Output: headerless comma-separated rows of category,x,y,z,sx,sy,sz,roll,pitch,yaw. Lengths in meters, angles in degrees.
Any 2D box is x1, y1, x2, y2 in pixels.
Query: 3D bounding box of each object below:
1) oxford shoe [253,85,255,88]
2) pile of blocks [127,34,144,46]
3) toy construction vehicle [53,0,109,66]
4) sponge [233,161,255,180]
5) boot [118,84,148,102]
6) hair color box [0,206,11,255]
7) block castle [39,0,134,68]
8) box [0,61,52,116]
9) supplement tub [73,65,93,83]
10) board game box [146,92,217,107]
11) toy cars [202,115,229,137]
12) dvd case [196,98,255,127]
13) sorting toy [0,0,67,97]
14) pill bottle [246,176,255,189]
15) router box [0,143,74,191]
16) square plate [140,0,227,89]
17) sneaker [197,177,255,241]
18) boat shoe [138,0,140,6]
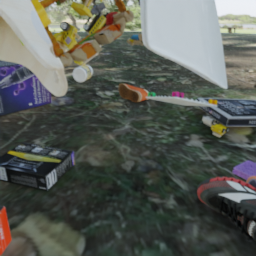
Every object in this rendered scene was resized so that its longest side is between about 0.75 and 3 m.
oxford shoe,6.081,-1.900,12.491,0.885,0.374,0.322,4,25,14
pile of blocks,0.470,-3.228,10.097,1.149,0.472,0.357,15,48,35
toy construction vehicle,-1.272,-3.230,8.990,0.869,2.468,2.149,38,8,9
sponge,2.809,1.025,5.891,0.570,0.153,1.023,-16,28,-32
boot,0.222,-1.416,11.244,0.772,0.540,1.440,-14,34,-39
hair color box,-2.533,1.839,3.263,1.168,0.705,2.301,4,24,7
block castle,-1.306,-2.828,7.267,2.651,1.772,1.244,-42,28,-21
box,-4.038,-1.525,9.978,1.169,1.658,2.241,21,32,39
supplement tub,-2.237,-2.729,13.957,0.734,0.734,1.016,6,24,13
board game box,0.979,-0.531,5.209,0.970,0.125,0.969,7,3,-29
toy cars,2.506,-0.044,8.203,0.645,0.319,1.439,16,18,-9
dvd case,3.794,-0.527,9.046,2.605,0.322,1.958,0,23,-16
sorting toy,-2.013,-1.799,5.156,1.521,2.563,2.847,-36,-3,-13
pill bottle,2.645,1.084,4.994,1.052,0.559,0.559,8,21,-16
router box,-2.070,0.798,6.131,1.418,0.370,1.115,8,24,18
square plate,0.971,-2.113,5.102,0.359,2.525,2.501,-16,-19,41
sneaker,1.901,1.326,4.538,1.812,0.641,0.885,12,31,35
boat shoe,1.089,-4.179,10.314,1.090,2.979,0.933,-18,19,37
